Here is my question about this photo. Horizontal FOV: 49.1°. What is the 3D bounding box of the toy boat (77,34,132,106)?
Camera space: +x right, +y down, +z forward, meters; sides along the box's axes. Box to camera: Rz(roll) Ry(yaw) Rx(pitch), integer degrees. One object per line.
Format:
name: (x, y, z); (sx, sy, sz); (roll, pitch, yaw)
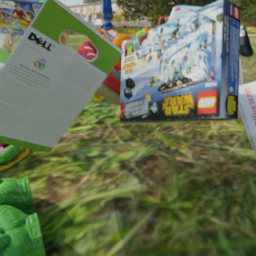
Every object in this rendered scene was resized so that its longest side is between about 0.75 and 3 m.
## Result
toy boat: (-0.451, -1.961, 8.215); (1.725, 1.728, 2.644); (31, 16, -32)

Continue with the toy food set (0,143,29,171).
toy food set: (-3.705, 0.544, 8.419); (1.238, 0.687, 2.104); (9, 25, 19)

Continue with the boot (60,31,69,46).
boot: (-2.671, -3.537, 10.306); (0.950, 1.327, 0.467); (32, 50, -5)

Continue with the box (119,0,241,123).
box: (0.875, -1.114, 5.852); (0.583, 2.001, 2.922); (4, -2, -36)

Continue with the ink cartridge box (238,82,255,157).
ink cartridge box: (3.491, -0.363, 5.655); (2.238, 0.933, 1.626); (-16, 39, 21)

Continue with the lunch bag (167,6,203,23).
lunch bag: (2.623, -3.632, 10.948); (1.959, 0.942, 2.443); (21, -10, 25)

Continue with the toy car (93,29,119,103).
toy car: (-0.804, -2.429, 9.790); (1.441, 0.977, 2.937); (-15, 55, 11)

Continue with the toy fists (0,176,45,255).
toy fists: (-2.487, 1.739, 5.481); (1.289, 0.869, 2.528); (-11, 27, -23)

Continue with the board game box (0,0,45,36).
board game box: (-2.627, -2.716, 6.766); (1.607, 1.088, 0.277); (8, 60, 3)

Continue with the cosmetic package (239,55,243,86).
cosmetic package: (2.275, -1.483, 7.688); (1.565, 1.567, 1.899); (-7, 21, 22)

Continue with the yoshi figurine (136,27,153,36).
yoshi figurine: (1.224, -2.588, 10.245); (1.410, 1.404, 2.508); (-6, 48, -52)

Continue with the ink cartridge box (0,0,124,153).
ink cartridge box: (-1.805, -1.042, 5.742); (2.157, 2.918, 1.105); (24, 20, -52)

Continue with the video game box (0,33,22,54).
video game box: (-3.417, -2.786, 8.284); (0.437, 1.868, 1.702); (17, -9, -8)

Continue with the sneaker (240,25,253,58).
sneaker: (3.399, -2.569, 8.821); (0.829, 0.694, 1.874); (-23, 23, 29)
